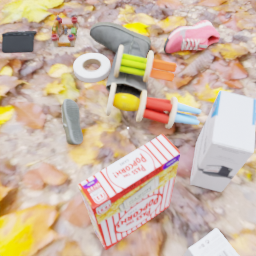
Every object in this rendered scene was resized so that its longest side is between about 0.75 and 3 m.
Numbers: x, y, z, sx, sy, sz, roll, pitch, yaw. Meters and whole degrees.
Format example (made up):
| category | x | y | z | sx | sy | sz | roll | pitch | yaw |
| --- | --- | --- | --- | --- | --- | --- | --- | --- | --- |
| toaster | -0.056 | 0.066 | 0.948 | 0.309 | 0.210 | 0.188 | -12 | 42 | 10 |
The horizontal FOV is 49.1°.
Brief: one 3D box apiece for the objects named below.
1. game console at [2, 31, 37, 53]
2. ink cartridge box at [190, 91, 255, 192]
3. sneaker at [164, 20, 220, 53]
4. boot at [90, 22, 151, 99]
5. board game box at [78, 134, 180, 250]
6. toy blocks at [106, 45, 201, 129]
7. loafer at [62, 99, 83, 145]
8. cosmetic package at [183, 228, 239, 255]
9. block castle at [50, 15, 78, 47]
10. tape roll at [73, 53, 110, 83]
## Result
| category | x | y | z | sx | sy | sz | roll | pitch | yaw |
| --- | --- | --- | --- | --- | --- | --- | --- | --- | --- |
| game console | -4.330 | -3.464 | 11.216 | 1.213 | 0.706 | 1.066 | -2 | 25 | -2 |
| ink cartridge box | 2.370 | 0.421 | 7.171 | 0.921 | 2.199 | 1.595 | 14 | 56 | 7 |
| sneaker | 2.487 | -3.367 | 10.670 | 2.407 | 0.887 | 1.044 | -26 | 59 | -18 |
| boot | -0.408 | -2.361 | 9.897 | 2.554 | 1.019 | 2.809 | 13 | 61 | 0 |
| board game box | 0.080 | 1.515 | 6.140 | 1.959 | 2.586 | 0.599 | -29 | 57 | -19 |
| toy blocks | 0.887 | -1.193 | 8.571 | 2.775 | 1.008 | 2.313 | 12 | 74 | -4 |
| loafer | -1.771 | -0.169 | 8.383 | 0.557 | 0.516 | 1.482 | 9 | 63 | -47 |
| cosmetic package | 1.805 | 2.889 | 6.146 | 0.823 | 0.998 | 0.824 | -27 | 59 | -18 |
| block castle | -2.537 | -3.904 | 11.197 | 0.931 | 0.653 | 1.393 | 0 | 55 | 0 |
| tape roll | -1.323 | -2.213 | 10.245 | 1.354 | 0.247 | 1.354 | 0 | 54 | 0 |
